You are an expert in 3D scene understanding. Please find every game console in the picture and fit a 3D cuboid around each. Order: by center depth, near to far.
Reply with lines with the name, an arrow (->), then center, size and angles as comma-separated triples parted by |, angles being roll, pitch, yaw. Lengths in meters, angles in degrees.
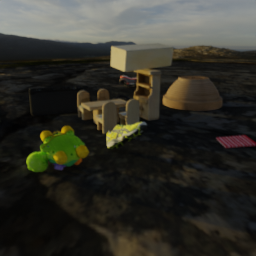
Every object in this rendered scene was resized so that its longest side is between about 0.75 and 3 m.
game console -> -3.229, -1.094, 13.453 | 2.770, 1.612, 2.436 | -5, -12, -18

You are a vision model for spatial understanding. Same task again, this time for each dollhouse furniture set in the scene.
dollhouse furniture set -> -0.304, -1.243, 11.059 | 2.957, 1.964, 2.591 | -9, 20, -28

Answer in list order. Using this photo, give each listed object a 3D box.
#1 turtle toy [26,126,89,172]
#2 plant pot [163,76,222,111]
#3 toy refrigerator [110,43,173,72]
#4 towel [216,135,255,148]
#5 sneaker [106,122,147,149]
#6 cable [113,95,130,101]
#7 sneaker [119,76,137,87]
turtle toy -> -1.798, 0.637, 7.101 | 1.537, 0.777, 1.120 | -15, 46, -33
plant pot -> 3.224, -1.839, 14.010 | 2.949, 1.361, 2.949 | 0, 16, 0
toy refrigerator -> 0.581, -2.821, 11.212 | 2.497, 0.873, 0.948 | -16, 32, -36
towel -> 3.420, 0.449, 8.835 | 1.054, 0.118, 0.762 | -4, 20, -7
sneaker -> -0.116, 0.121, 7.949 | 1.446, 0.553, 0.545 | -28, -19, 31
cable -> -0.288, -1.610, 15.113 | 0.773, 0.241, 0.947 | 12, 21, 33
sneaker -> 0.216, -3.015, 19.234 | 1.804, 0.695, 0.739 | 13, 53, 17
